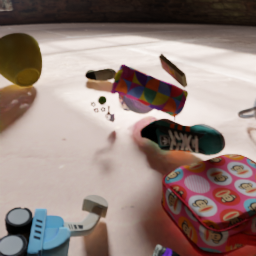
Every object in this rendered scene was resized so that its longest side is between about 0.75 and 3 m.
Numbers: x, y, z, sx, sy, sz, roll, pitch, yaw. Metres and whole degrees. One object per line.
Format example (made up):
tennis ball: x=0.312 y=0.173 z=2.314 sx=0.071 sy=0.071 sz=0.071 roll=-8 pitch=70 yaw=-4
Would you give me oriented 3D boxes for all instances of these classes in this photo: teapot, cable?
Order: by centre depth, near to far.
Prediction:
teapot: x=5.732 y=-0.639 z=10.825 sx=2.042 sy=1.511 sz=2.069 roll=-45 pitch=72 yaw=-4
cable: x=0.550 y=-1.376 z=12.107 sx=1.625 sy=1.625 sz=0.562 roll=14 pitch=-18 yaw=-26

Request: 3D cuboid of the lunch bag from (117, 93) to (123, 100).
lunch bag: x=0.131 y=-1.707 z=14.048 sx=1.317 sy=0.540 sz=1.160 roll=2 pitch=31 yaw=5

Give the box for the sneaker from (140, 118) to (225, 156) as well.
sneaker: x=1.635 y=0.388 z=9.180 sx=1.184 sy=1.058 sz=2.964 roll=-19 pitch=21 yaw=-37

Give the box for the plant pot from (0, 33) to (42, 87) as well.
plant pot: x=-5.908 y=-3.456 z=15.535 sx=2.836 sy=2.836 sz=2.013 roll=-19 pitch=63 yaw=-32

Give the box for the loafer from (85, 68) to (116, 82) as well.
loafer: x=-1.671 y=-3.063 z=16.515 sx=2.035 sy=0.770 sz=0.695 roll=0 pitch=27 yaw=21

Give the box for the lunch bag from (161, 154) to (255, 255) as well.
lunch bag: x=2.373 y=1.732 z=6.496 sx=2.730 sy=1.119 sz=2.405 roll=-12 pitch=29 yaw=-22

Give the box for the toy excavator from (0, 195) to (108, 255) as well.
toy excavator: x=-1.438 y=2.238 z=5.858 sx=2.150 sy=1.074 sz=2.091 roll=8 pitch=27 yaw=-13

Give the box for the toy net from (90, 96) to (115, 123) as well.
toy net: x=-0.913 y=-0.644 z=10.957 sx=0.650 sy=1.240 sz=0.239 roll=-42 pitch=25 yaw=-17

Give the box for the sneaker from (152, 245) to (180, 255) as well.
sneaker: x=0.676 y=2.775 z=5.162 sx=0.675 sy=0.472 sz=1.357 roll=11 pitch=28 yaw=19

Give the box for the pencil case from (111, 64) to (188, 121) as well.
pencil case: x=0.788 y=-1.292 z=10.214 sx=2.830 sy=1.251 sz=1.251 roll=22 pitch=22 yaw=-18

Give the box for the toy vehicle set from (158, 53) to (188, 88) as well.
toy vehicle set: x=1.559 y=-1.978 z=9.729 sx=0.164 sy=0.767 sz=1.235 roll=-40 pitch=64 yaw=-2
